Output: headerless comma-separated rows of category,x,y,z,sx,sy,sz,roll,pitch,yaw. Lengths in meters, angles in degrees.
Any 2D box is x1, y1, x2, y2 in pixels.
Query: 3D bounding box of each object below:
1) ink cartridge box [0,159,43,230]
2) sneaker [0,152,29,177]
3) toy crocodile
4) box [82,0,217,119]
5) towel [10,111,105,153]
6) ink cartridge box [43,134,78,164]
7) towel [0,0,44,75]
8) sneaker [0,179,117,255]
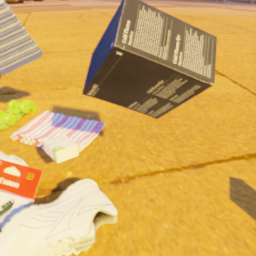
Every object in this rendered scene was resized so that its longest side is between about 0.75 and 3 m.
ink cartridge box,-2.987,1.522,6.597,1.683,1.461,0.366,11,-12,18
sneaker,-3.922,1.077,7.650,2.517,0.942,1.254,15,34,24
toy crocodile,-4.386,-0.473,10.666,0.736,0.673,2.181,11,37,18
box,0.313,-1.155,5.350,1.825,2.004,1.043,16,69,-20
towel,-2.446,0.060,9.902,2.733,0.409,2.000,12,32,19
ink cartridge box,-1.733,0.466,7.004,0.585,0.336,0.999,-20,29,-32
towel,-3.441,-2.374,7.678,1.485,2.051,0.245,-26,60,1
sneaker,-1.429,2.131,5.812,1.277,1.092,2.932,29,41,32
